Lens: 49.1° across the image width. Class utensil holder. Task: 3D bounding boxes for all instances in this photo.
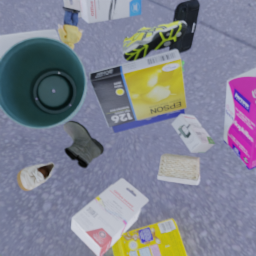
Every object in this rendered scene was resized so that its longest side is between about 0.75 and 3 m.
[{"bbox_3d":[-3.512,-2.398,9.856,2.269,1.928,1.928,-15,68,-16],"label":"utensil holder"}]

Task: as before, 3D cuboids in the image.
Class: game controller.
[{"bbox_3d":[2.143,-3.780,10.712,1.106,2.120,0.446,-30,55,-26],"label":"game controller"}]

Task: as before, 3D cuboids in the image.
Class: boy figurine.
[{"bbox_3d":[-1.828,-3.005,8.856,0.466,1.447,0.900,30,29,36],"label":"boy figurine"}]

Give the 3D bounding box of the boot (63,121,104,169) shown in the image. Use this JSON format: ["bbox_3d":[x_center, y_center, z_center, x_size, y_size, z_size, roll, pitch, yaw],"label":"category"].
[{"bbox_3d":[-1.748,0.506,9.447,1.800,0.610,1.176,38,33,12],"label":"boot"}]

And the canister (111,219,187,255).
[{"bbox_3d":[0.684,4.179,9.453,2.295,0.993,1.705,-14,68,-7],"label":"canister"}]

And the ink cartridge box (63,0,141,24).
[{"bbox_3d":[-0.871,-4.560,9.667,2.600,1.508,0.882,-17,40,-18],"label":"ink cartridge box"}]

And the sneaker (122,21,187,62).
[{"bbox_3d":[0.767,-2.927,8.896,2.179,0.821,0.832,-19,67,14],"label":"sneaker"}]

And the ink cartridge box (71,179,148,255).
[{"bbox_3d":[-0.467,2.413,7.817,1.145,0.663,1.965,37,48,24],"label":"ink cartridge box"}]

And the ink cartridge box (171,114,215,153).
[{"bbox_3d":[2.149,0.184,9.295,0.912,0.525,1.249,5,45,-46],"label":"ink cartridge box"}]

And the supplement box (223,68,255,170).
[{"bbox_3d":[3.929,-0.267,8.440,1.472,2.849,1.442,-23,47,-6],"label":"supplement box"}]

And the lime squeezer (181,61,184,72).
[{"bbox_3d":[1.642,-1.975,10.006,0.466,0.872,2.470,42,56,6],"label":"lime squeezer"}]

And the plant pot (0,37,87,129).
[{"bbox_3d":[-2.390,-1.200,8.412,2.535,1.699,2.535,0,88,0],"label":"plant pot"}]

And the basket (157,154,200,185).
[{"bbox_3d":[1.711,1.331,9.248,1.318,0.893,0.813,6,93,19],"label":"basket"}]

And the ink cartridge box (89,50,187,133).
[{"bbox_3d":[0.460,-0.884,8.920,2.680,2.712,0.637,-15,42,5],"label":"ink cartridge box"}]

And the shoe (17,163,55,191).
[{"bbox_3d":[-2.715,1.369,8.373,0.491,1.840,0.643,-29,91,7],"label":"shoe"}]
